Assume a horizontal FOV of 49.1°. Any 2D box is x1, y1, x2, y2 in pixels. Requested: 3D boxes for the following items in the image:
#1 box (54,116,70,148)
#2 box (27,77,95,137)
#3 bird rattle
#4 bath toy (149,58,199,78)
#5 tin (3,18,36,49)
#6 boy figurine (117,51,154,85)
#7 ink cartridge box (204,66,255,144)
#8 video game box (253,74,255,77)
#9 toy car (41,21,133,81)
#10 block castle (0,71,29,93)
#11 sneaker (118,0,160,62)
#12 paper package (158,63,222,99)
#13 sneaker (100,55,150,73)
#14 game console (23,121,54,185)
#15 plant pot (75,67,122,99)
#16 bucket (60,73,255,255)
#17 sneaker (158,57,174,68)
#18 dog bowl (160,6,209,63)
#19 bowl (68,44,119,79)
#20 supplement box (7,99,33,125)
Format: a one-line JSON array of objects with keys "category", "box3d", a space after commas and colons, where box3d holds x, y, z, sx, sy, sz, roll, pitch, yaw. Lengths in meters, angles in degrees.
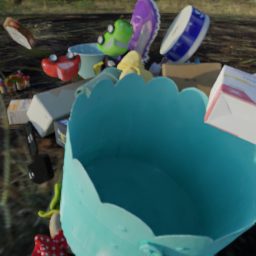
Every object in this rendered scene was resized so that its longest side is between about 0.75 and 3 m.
[{"category": "box", "box3d": [-0.207, 0.215, 7.358, 2.272, 0.735, 2.881, -22, 34, -38]}, {"category": "box", "box3d": [-1.779, -0.686, 8.494, 2.239, 1.063, 0.870, -28, 78, -44]}, {"category": "bird rattle", "box3d": [-0.947, 1.647, 4.665, 1.179, 0.815, 1.446, 9, 27, -19]}, {"category": "bath toy", "box3d": [1.585, -2.056, 9.707, 1.781, 0.775, 0.658, -6, 57, 7]}, {"category": "tin", "box3d": [-3.273, -2.823, 8.517, 0.810, 0.303, 1.446, 24, -8, -6]}, {"category": "boy figurine", "box3d": [0.266, -1.001, 6.810, 1.369, 0.709, 2.202, 5, 52, -43]}, {"category": "ink cartridge box", "box3d": [1.778, -0.450, 4.303, 0.937, 0.543, 1.609, 24, 32, 7]}, {"category": "video game box", "box3d": [5.760, -1.794, 10.673, 2.029, 0.521, 2.228, -22, 21, 13]}, {"category": "toy car", "box3d": [-0.778, -2.037, 8.163, 2.774, 2.611, 0.619, 1, 64, -42]}, {"category": "block castle", "box3d": [-4.888, -1.960, 11.744, 1.311, 0.615, 0.876, -24, 36, -39]}, {"category": "sneaker", "box3d": [0.246, -2.955, 9.125, 1.060, 2.398, 0.964, -20, 45, -42]}, {"category": "paper package", "box3d": [1.963, -1.067, 8.758, 1.852, 0.958, 1.766, -1, 70, -2]}, {"category": "sneaker", "box3d": [-0.150, -1.964, 8.613, 1.141, 0.747, 1.975, 38, 46, 2]}, {"category": "game console", "box3d": [-1.832, 0.473, 5.553, 0.155, 1.282, 0.756, -8, -14, -45]}, {"category": "plant pot", "box3d": [-0.701, -0.863, 7.512, 1.209, 1.209, 1.184, 20, 40, 34]}, {"category": "bucket", "box3d": [0.383, 0.763, 4.213, 2.962, 1.927, 2.962, 12, 40, -10]}, {"category": "sneaker", "box3d": [1.852, -3.235, 14.091, 0.702, 0.741, 1.803, 16, 32, 29]}, {"category": "dog bowl", "box3d": [1.739, -2.899, 8.812, 0.665, 1.689, 1.689, 26, 22, -16]}, {"category": "bowl", "box3d": [-1.447, -3.033, 13.041, 2.556, 1.337, 2.556, 1, 27, 0]}, {"category": "supplement box", "box3d": [-3.111, -0.561, 9.104, 1.366, 0.502, 0.861, -5, 29, -11]}]
